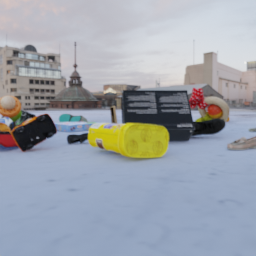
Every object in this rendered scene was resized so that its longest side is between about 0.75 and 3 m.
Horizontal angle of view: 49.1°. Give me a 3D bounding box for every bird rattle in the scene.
[{"bbox_3d":[4.014,-0.958,13.810,1.894,2.324,1.309,0,30,37],"label":"bird rattle"}]

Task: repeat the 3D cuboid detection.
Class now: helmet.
[{"bbox_3d":[-5.626,-0.361,15.345,1.084,1.033,1.084,21,-4,1],"label":"helmet"}]

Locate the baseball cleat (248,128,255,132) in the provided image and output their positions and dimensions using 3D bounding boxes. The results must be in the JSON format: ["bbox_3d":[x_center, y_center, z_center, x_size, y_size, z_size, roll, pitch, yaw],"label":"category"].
[{"bbox_3d":[6.900,0.087,15.073,0.805,0.281,0.428,3,6,22],"label":"baseball cleat"}]

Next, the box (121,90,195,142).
[{"bbox_3d":[1.113,-0.481,11.386,2.730,1.927,1.077,0,-33,-4],"label":"box"}]

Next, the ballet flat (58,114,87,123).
[{"bbox_3d":[-3.712,-0.429,18.926,2.575,0.868,0.820,6,-19,43],"label":"ballet flat"}]

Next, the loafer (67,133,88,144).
[{"bbox_3d":[-1.820,0.440,10.862,1.095,0.384,0.372,-5,-28,-12],"label":"loafer"}]

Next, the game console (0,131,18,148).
[{"bbox_3d":[-4.553,0.588,9.790,1.262,0.869,1.465,-31,-5,6],"label":"game console"}]

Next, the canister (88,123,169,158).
[{"bbox_3d":[-0.079,0.322,8.648,1.626,0.948,2.189,3,1,-35],"label":"canister"}]

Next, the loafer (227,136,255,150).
[{"bbox_3d":[4.037,0.491,9.687,1.487,0.468,0.535,-2,6,-22],"label":"loafer"}]

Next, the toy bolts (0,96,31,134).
[{"bbox_3d":[-4.280,-0.129,10.576,1.924,1.837,1.334,30,-22,-9],"label":"toy bolts"}]

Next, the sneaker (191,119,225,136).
[{"bbox_3d":[3.071,0.026,12.379,2.222,0.667,1.159,-14,-13,30],"label":"sneaker"}]

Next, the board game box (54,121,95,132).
[{"bbox_3d":[-2.979,-0.091,16.176,1.753,0.424,2.317,5,8,41],"label":"board game box"}]

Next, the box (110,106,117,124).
[{"bbox_3d":[-0.644,-0.305,13.102,0.183,1.406,1.720,-5,5,2],"label":"box"}]

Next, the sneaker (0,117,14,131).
[{"bbox_3d":[-5.994,-0.127,13.395,0.994,0.977,2.580,3,2,-20],"label":"sneaker"}]

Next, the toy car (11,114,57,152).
[{"bbox_3d":[-3.754,-0.510,9.023,1.446,2.948,0.981,-50,29,-18],"label":"toy car"}]

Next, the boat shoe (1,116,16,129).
[{"bbox_3d":[-6.503,-0.311,16.615,2.034,0.732,0.691,16,16,13],"label":"boat shoe"}]
